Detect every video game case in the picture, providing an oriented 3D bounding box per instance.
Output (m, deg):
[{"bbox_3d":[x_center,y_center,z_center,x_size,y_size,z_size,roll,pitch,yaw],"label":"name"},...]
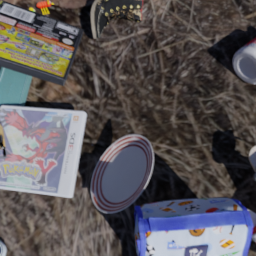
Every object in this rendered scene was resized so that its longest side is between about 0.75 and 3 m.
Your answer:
[{"bbox_3d":[-3.226,-2.875,9.348,2.956,0.377,2.672,17,54,-11],"label":"video game case"},{"bbox_3d":[-2.616,0.591,7.841,2.617,0.301,2.385,4,75,10],"label":"video game case"}]

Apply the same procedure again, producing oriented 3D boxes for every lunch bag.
[{"bbox_3d":[1.212,2.324,6.120,2.189,2.575,1.595,-4,63,-3],"label":"lunch bag"}]

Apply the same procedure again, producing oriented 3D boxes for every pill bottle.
[{"bbox_3d":[4.723,-2.562,9.336,2.300,1.291,1.291,-36,69,-17],"label":"pill bottle"}]

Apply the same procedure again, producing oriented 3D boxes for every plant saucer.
[{"bbox_3d":[-3.707,-1.183,8.864,1.005,0.273,2.875,13,69,-15],"label":"plant saucer"}]

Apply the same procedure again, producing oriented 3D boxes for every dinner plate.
[{"bbox_3d":[-0.149,1.133,7.049,2.113,0.256,2.113,-31,40,31],"label":"dinner plate"}]

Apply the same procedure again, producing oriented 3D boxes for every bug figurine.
[{"bbox_3d":[-3.326,-4.211,10.646,1.352,0.449,1.743,-22,66,-10],"label":"bug figurine"}]

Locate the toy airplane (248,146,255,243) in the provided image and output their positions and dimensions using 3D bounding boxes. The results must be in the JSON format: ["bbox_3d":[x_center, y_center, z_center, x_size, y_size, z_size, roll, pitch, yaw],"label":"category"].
[{"bbox_3d":[4.158,1.976,6.597,2.898,2.045,2.885,19,64,10],"label":"toy airplane"}]

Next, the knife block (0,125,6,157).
[{"bbox_3d":[-3.447,0.402,7.412,0.339,1.059,0.930,-11,87,-21],"label":"knife block"}]

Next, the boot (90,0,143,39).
[{"bbox_3d":[-0.398,-4.269,10.465,1.819,0.884,2.416,6,57,4],"label":"boot"}]

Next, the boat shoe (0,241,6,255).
[{"bbox_3d":[-4.025,2.861,6.799,1.934,0.878,0.684,11,64,6],"label":"boat shoe"}]
